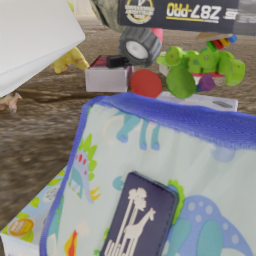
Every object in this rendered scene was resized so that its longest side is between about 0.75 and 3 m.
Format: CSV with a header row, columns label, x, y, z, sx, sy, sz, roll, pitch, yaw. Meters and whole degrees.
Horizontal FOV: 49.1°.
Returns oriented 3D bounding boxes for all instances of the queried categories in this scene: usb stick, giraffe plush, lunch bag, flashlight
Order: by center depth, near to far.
label,x,y,z,sx,sy,sz,roll,pitch,yaw
lunch bag,0.484,1.099,2.002,1.654,2.596,2.207,-17,19,-33
flashlight,0.770,-2.759,6.713,0.951,0.954,2.809,-17,39,59
lunch bag,-0.486,-3.577,8.429,1.603,0.942,1.314,23,-6,12
usb stick,0.055,-2.283,9.412,1.643,0.456,0.268,-13,28,-19
giraffe plush,-2.890,-3.156,12.858,1.429,1.762,1.520,-37,45,-2

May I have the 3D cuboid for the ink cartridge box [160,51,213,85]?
label,x,y,z,sx,sy,sz,roll,pitch,yaw
ink cartridge box,2.427,-2.576,11.884,1.622,0.936,2.220,-5,26,-10

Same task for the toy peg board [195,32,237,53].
label,x,y,z,sx,sy,sz,roll,pitch,yaw
toy peg board,1.948,-1.897,5.360,0.927,0.454,0.923,-51,26,-10

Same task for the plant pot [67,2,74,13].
label,x,y,z,sx,sy,sz,roll,pitch,yaw
plant pot,-2.542,-3.949,9.429,1.062,0.993,0.993,15,14,-36

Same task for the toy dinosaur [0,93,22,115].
label,x,y,z,sx,sy,sz,roll,pitch,yaw
toy dinosaur,-3.931,-0.728,8.476,1.084,0.687,1.600,-10,14,-38

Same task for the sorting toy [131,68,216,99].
label,x,y,z,sx,sy,sz,roll,pitch,yaw
sorting toy,0.835,-0.794,5.691,1.862,0.646,0.641,-6,-13,-21

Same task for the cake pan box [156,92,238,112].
label,x,y,z,sx,sy,sz,roll,pitch,yaw
cake pan box,1.669,-0.326,7.633,2.394,0.626,2.205,9,25,18

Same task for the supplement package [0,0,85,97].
label,x,y,z,sx,sy,sz,roll,pitch,yaw
supplement package,-2.281,-1.243,3.984,2.827,1.652,1.658,-12,20,47

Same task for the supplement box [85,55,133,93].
label,x,y,z,sx,sy,sz,roll,pitch,yaw
supplement box,-0.665,-2.276,11.350,1.528,0.855,2.808,3,27,7

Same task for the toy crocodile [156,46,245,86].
label,x,y,z,sx,sy,sz,roll,pitch,yaw
toy crocodile,1.643,-1.511,6.727,0.827,0.756,2.450,-1,14,-41

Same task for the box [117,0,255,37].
label,x,y,z,sx,sy,sz,roll,pitch,yaw
box,0.666,-1.719,3.897,1.610,0.491,1.998,2,27,-3

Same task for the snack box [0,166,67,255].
label,x,y,z,sx,sy,sz,roll,pitch,yaw
snack box,-0.664,1.334,4.195,1.496,0.600,1.773,10,27,18
